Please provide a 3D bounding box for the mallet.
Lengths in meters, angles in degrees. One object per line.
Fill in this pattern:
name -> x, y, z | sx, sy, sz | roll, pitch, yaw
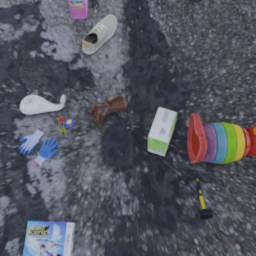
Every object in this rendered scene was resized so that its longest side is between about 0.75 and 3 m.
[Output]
mallet -> 2.301, 2.279, 9.062 | 0.445, 0.278, 1.351 | -15, 66, -4

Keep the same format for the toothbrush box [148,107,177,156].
toothbrush box -> 1.105, 0.165, 9.219 | 0.645, 1.498, 1.091 | 19, 70, 10

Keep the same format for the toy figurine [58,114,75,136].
toy figurine -> -2.108, -0.165, 9.779 | 0.510, 0.449, 0.852 | -15, 37, 0

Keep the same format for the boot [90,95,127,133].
boot -> -0.581, -0.536, 10.096 | 1.339, 0.430, 1.248 | -16, 65, -7

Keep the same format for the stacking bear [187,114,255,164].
stacking bear -> 3.353, 0.454, 9.173 | 2.558, 1.454, 1.553 | 0, 46, -2

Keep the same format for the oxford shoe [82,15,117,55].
oxford shoe -> -1.138, -3.902, 11.404 | 0.809, 0.622, 2.153 | 29, 69, 15

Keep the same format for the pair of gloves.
pair of gloves -> -3.151, 0.644, 9.785 | 1.327, 0.151, 1.067 | 32, 71, 12

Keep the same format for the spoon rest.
spoon rest -> -3.115, -0.857, 10.239 | 1.783, 0.540, 0.886 | -2, 54, 12

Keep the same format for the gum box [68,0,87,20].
gum box -> -2.125, -5.800, 11.886 | 0.666, 1.142, 2.013 | -3, 68, -1

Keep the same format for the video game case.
video game case -> -2.402, 3.534, 8.500 | 1.429, 0.325, 1.296 | 1, 67, 1
